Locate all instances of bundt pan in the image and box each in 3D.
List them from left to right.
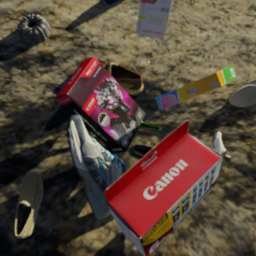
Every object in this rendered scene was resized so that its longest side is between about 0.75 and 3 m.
[{"bbox_3d":[-3.839,-4.040,11.275,1.356,0.509,1.356,0,63,0],"label":"bundt pan"}]

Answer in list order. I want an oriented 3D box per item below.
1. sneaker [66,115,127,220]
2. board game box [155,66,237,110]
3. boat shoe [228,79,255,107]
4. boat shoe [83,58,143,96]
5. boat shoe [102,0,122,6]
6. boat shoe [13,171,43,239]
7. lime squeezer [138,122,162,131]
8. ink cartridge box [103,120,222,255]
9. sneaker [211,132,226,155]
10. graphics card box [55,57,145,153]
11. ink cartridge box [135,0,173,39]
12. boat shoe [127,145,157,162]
[{"bbox_3d":[-0.750,0.910,7.346,1.223,1.100,2.833,-21,106,-9],"label":"sneaker"},{"bbox_3d":[1.851,-1.086,7.651,1.400,1.830,0.369,-27,96,-51],"label":"board game box"},{"bbox_3d":[4.428,-1.334,9.944,2.087,0.758,0.655,-23,22,-5],"label":"boat shoe"},{"bbox_3d":[-0.594,-2.031,10.008,2.502,0.901,0.903,28,66,14],"label":"boat shoe"},{"bbox_3d":[-0.199,-6.129,12.209,0.916,0.747,2.176,34,68,16],"label":"boat shoe"},{"bbox_3d":[-2.413,1.807,6.722,0.569,0.605,1.589,1,71,-2],"label":"boat shoe"},{"bbox_3d":[0.034,-0.272,9.038,2.453,0.866,0.463,17,73,22],"label":"lime squeezer"},{"bbox_3d":[0.893,1.459,6.541,2.618,2.299,1.098,-40,57,-18],"label":"ink cartridge box"},{"bbox_3d":[2.892,0.589,8.934,0.452,0.355,0.910,12,84,0],"label":"sneaker"},{"bbox_3d":[-0.676,-0.591,7.963,0.625,2.458,1.542,-11,42,45],"label":"graphics card box"},{"bbox_3d":[0.811,-3.587,8.978,0.901,1.242,0.518,3,28,-17],"label":"ink cartridge box"},{"bbox_3d":[0.648,0.777,8.087,1.296,0.407,0.471,15,59,-12],"label":"boat shoe"}]
